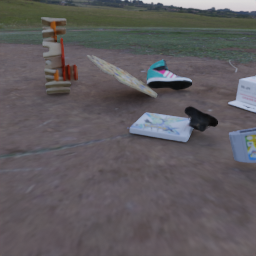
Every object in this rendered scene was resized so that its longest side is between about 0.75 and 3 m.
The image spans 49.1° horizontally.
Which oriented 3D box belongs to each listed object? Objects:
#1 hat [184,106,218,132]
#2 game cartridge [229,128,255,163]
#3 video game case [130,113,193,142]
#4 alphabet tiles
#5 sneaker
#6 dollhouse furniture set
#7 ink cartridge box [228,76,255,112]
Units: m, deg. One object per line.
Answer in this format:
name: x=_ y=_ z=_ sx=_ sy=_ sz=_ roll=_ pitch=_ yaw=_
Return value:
hat: x=1.668 y=-0.131 z=6.697 sx=0.924 sy=0.373 sz=0.924 roll=30 pitch=-8 yaw=5
game cartridge: x=2.534 y=0.329 z=5.374 sx=1.030 sy=0.687 sz=0.208 roll=-11 pitch=23 yaw=25
video game case: x=0.932 y=-0.057 z=7.265 sx=1.432 sy=0.158 sz=1.305 roll=9 pitch=23 yaw=20
alphabet tiles: x=-0.148 y=-1.754 z=9.540 sx=2.526 sy=0.080 sz=2.102 roll=17 pitch=21 yaw=-42
sneaker: x=1.500 y=-2.028 z=10.547 sx=1.775 sy=0.742 sz=1.071 roll=1 pitch=66 yaw=-18
dollhouse furniture set: x=-2.467 y=-2.478 z=10.480 sx=1.249 sy=2.424 sz=2.398 roll=-4 pitch=-8 yaw=-14
ink cartridge box: x=4.527 y=-1.170 z=9.103 sx=2.302 sy=0.781 sz=1.335 roll=-16 pitch=28 yaw=-32
